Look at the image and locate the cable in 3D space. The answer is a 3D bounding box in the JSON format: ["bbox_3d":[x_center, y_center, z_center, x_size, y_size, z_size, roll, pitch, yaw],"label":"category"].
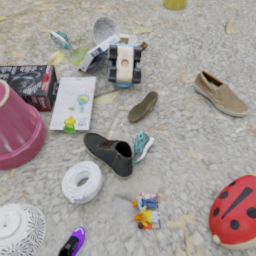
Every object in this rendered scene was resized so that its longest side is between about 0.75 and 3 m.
[{"bbox_3d":[-1.522,1.802,9.340,1.418,0.491,1.418,-43,43,-16],"label":"cable"}]

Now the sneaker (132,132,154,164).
[{"bbox_3d":[0.388,0.720,10.323,0.641,0.545,1.405,42,50,-8],"label":"sneaker"}]

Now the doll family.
[{"bbox_3d":[0.552,2.557,8.865,0.866,0.629,1.395,-3,51,0],"label":"doll family"}]

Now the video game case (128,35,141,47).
[{"bbox_3d":[0.195,-4.556,15.038,0.841,0.106,1.175,-17,53,-13],"label":"video game case"}]

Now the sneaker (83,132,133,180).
[{"bbox_3d":[-0.683,0.636,9.954,2.409,1.280,0.901,37,53,24],"label":"sneaker"}]

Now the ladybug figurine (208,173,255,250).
[{"bbox_3d":[3.524,2.367,8.430,2.833,1.019,1.923,-41,37,-19],"label":"ladybug figurine"}]

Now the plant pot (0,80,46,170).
[{"bbox_3d":[-4.617,-0.274,9.917,2.754,2.465,2.754,-2,53,3],"label":"plant pot"}]

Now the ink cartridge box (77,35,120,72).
[{"bbox_3d":[-1.429,-3.421,13.275,0.405,1.867,1.849,50,62,-6],"label":"ink cartridge box"}]

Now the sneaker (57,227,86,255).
[{"bbox_3d":[-1.651,3.462,8.098,0.476,0.681,1.370,18,54,14],"label":"sneaker"}]

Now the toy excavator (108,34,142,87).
[{"bbox_3d":[-0.256,-3.275,13.207,1.450,2.902,2.822,2,92,-6],"label":"toy excavator"}]

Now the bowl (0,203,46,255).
[{"bbox_3d":[-3.525,2.986,8.343,1.957,0.918,1.957,1,51,-1],"label":"bowl"}]

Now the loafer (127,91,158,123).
[{"bbox_3d":[0.682,-0.786,11.653,1.685,0.568,0.640,-43,57,-11],"label":"loafer"}]

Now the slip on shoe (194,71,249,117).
[{"bbox_3d":[4.009,-1.506,11.988,1.025,0.817,2.696,-29,58,-27],"label":"slip on shoe"}]

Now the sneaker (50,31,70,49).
[{"bbox_3d":[-3.500,-4.795,14.937,0.707,0.602,1.551,-34,59,-26],"label":"sneaker"}]

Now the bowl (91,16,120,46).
[{"bbox_3d":[-1.304,-4.811,14.535,1.721,1.721,0.808,-39,27,-27],"label":"bowl"}]

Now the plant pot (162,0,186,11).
[{"bbox_3d":[2.934,-8.148,17.352,1.510,1.072,1.510,0,51,0],"label":"plant pot"}]

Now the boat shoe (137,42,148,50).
[{"bbox_3d":[0.626,-4.132,14.495,0.338,0.338,0.961,39,59,9],"label":"boat shoe"}]

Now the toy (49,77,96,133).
[{"bbox_3d":[-2.219,-0.942,11.719,1.554,0.637,2.700,1,55,5],"label":"toy"}]

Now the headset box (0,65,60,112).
[{"bbox_3d":[-4.328,-1.725,12.113,2.692,1.040,2.003,-1,51,-2],"label":"headset box"}]
